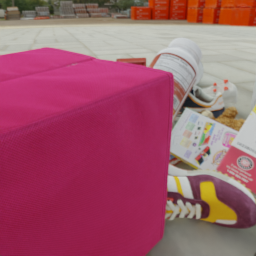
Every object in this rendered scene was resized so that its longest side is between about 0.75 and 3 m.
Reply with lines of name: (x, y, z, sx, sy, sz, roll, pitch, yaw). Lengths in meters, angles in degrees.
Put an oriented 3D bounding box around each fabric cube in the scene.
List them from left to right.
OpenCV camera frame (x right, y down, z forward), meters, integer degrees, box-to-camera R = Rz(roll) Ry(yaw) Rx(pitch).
fabric cube: (-1.430, 0.668, 3.914, 2.952, 2.896, 2.942, 21, 34, 36)

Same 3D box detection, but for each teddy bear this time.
teddy bear: (2.590, 0.055, 7.296, 1.554, 0.716, 2.144, -39, 53, -15)

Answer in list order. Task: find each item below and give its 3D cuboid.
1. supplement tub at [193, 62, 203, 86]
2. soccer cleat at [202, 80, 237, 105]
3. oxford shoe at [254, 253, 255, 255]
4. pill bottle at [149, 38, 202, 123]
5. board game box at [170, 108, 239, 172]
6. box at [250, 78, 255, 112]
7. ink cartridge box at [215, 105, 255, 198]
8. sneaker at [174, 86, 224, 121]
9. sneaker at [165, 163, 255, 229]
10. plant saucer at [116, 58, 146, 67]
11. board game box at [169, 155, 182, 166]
supplement tub: (2.464, -2.860, 13.266, 1.434, 1.434, 2.340, -5, 26, -11)
soccer cleat: (2.592, -1.023, 10.137, 2.613, 1.013, 0.905, -5, 48, 32)
oxford shoe: (2.947, 1.662, 4.006, 2.361, 0.996, 0.858, -6, 28, -8)
pill bottle: (1.144, -1.342, 8.079, 1.407, 1.407, 2.509, 17, 64, 33)
board game box: (1.710, 0.365, 6.383, 1.522, 1.165, 0.307, 30, -7, 27)
box: (5.659, -1.487, 8.621, 1.821, 2.786, 2.772, -12, 26, -22)
ink cartridge box: (2.922, 0.272, 4.956, 1.684, 2.321, 0.968, 31, -1, 30)
sneaker: (1.700, -0.860, 9.289, 2.949, 1.171, 1.156, 10, 28, 24)
sneaker: (0.767, 1.296, 4.965, 2.782, 1.043, 1.253, 13, 37, 38)
plant saucer: (0.160, -2.023, 10.642, 1.221, 1.223, 0.224, -7, 19, -18)
board game box: (0.128, 0.401, 7.560, 1.419, 0.268, 2.757, -19, 31, -36)
